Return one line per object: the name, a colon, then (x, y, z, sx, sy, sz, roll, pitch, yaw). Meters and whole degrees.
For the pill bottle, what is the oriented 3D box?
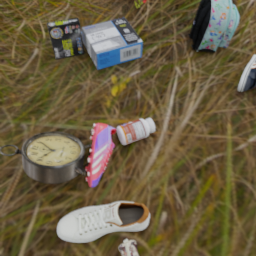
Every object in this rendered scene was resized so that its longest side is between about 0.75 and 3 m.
pill bottle: (0.237, 0.080, 8.259, 1.051, 0.590, 0.590, -19, 56, -15)

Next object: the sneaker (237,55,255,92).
sneaker: (4.394, -1.849, 9.586, 0.767, 0.758, 1.933, 24, 55, 24)

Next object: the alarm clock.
alarm clock: (-2.122, 0.722, 7.136, 2.244, 0.747, 1.514, 11, 31, -4)

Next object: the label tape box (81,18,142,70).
label tape box: (-0.788, -3.520, 10.812, 1.809, 0.794, 2.508, -19, 56, -14)

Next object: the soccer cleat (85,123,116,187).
soccer cleat: (-0.738, 0.720, 7.792, 0.747, 0.651, 1.953, 10, 54, -11)

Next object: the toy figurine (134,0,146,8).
toy figurine: (0.171, -6.175, 13.012, 1.135, 1.000, 1.895, 0, 44, 36)

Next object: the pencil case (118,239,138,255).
pencil case: (0.094, 3.029, 6.123, 0.421, 0.484, 1.082, -11, 53, -10)

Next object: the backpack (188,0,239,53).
backpack: (3.194, -3.995, 10.407, 1.508, 2.004, 1.779, 0, 52, 1)

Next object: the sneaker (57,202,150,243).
sneaker: (-0.606, 2.082, 6.555, 2.230, 0.944, 0.812, -9, 55, -5)

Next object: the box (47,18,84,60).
box: (-2.247, -3.229, 10.223, 1.121, 1.399, 0.310, -14, 54, -11)
